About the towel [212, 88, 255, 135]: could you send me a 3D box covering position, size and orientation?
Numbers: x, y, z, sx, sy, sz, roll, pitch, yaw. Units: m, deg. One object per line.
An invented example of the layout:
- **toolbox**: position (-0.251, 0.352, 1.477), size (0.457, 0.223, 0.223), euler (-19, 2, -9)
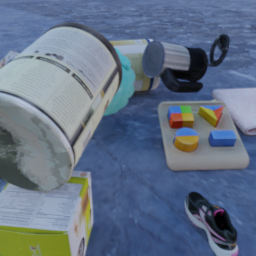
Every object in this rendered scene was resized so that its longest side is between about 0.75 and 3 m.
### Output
- **towel**: position (4.228, -0.606, 8.879), size (2.425, 0.409, 2.539), euler (-3, 31, -6)

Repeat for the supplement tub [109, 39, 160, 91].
- **supplement tub**: position (-0.250, -2.217, 10.180), size (2.549, 1.841, 1.841), euler (-5, 31, -8)

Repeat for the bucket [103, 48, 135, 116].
- **bucket**: position (-1.034, -1.223, 7.609), size (2.148, 2.148, 1.398), euler (15, 20, 24)

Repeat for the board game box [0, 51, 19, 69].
- **board game box**: position (-3.906, -2.006, 9.841), size (1.815, 0.311, 1.220), euler (-20, -20, 41)

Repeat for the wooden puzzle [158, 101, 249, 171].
- **wooden puzzle**: position (1.828, 0.044, 7.049), size (1.949, 0.487, 2.104), euler (-1, 49, -3)

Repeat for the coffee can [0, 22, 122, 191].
- **coffee can**: position (-1.208, -0.438, 4.438), size (1.687, 1.687, 2.305), euler (8, 41, 13)

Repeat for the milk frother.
- **milk frother**: position (1.790, -2.230, 8.654), size (1.862, 1.979, 1.786), euler (-2, 43, -32)

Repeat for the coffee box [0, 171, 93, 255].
- **coffee box**: position (-1.300, 1.506, 4.432), size (1.246, 1.244, 1.232), euler (3, 31, 5)

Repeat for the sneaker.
- **sneaker**: position (1.519, 1.564, 4.986), size (0.558, 0.600, 1.390), euler (-10, 31, -19)

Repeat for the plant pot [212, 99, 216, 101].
- **plant pot**: position (2.235, -0.451, 8.350), size (0.736, 0.804, 0.804), euler (1, 29, 22)
